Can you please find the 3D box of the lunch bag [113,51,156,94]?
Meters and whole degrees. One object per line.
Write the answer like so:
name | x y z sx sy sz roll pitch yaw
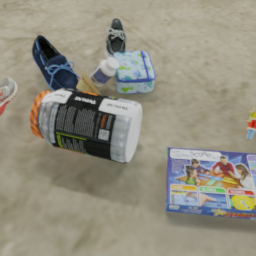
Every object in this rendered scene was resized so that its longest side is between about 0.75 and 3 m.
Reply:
lunch bag | 0.218 -2.113 10.400 1.509 0.774 1.878 -2 48 -6

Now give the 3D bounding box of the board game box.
board game box | 2.332 1.396 7.322 2.666 0.459 1.805 5 47 4

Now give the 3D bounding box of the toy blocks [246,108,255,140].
toy blocks | 3.703 -0.074 8.378 0.331 0.759 0.911 20 85 10

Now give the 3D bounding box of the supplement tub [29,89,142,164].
supplement tub | -1.143 -0.123 7.864 2.834 1.737 1.737 12 48 10

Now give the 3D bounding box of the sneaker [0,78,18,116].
sneaker | -3.936 -0.989 8.359 0.737 0.778 1.894 -21 36 19

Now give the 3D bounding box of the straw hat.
straw hat | -1.457 -1.403 9.462 0.534 1.261 1.261 -37 53 0

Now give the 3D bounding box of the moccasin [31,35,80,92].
moccasin | -2.643 -2.172 9.969 2.813 0.959 1.132 45 54 15

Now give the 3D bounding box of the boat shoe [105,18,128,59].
boat shoe | -0.484 -3.766 11.826 0.954 0.883 2.585 3 47 3

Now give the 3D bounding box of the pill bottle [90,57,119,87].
pill bottle | -0.824 -1.984 9.866 0.620 1.118 0.620 19 56 -31
